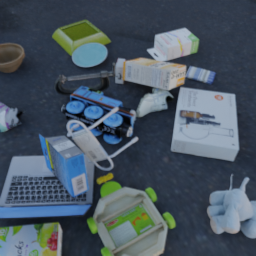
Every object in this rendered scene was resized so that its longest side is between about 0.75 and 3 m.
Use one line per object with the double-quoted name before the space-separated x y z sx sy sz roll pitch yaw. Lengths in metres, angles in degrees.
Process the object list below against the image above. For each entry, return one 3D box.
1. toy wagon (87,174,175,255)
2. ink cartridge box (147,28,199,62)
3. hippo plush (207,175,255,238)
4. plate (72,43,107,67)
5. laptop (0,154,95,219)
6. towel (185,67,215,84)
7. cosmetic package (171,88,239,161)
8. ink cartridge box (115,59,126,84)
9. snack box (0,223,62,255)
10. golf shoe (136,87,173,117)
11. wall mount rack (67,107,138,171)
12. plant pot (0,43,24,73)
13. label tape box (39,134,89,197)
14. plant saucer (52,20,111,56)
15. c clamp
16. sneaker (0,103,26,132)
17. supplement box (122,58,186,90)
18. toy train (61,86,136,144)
"toy wagon" -0.075 2.427 7.828 2.057 0.525 2.651 -22 51 -20
"ink cartridge box" 2.130 -4.020 13.566 2.184 0.735 1.279 -19 50 -17
"hippo plush" 3.079 2.247 7.676 1.321 1.308 1.643 23 84 -14
"plate" -1.797 -3.390 13.201 1.684 0.215 1.684 -4 55 5
"laptop" -2.428 1.501 7.867 2.768 1.713 2.956 -1 48 -2
"towel" 3.213 -2.345 12.451 1.203 0.143 0.884 18 48 13
"cosmetic package" 2.775 -0.238 10.141 2.108 0.722 2.796 10 48 6
"ink cartridge box" -0.328 -2.427 12.032 0.359 0.867 0.636 7 48 3
"snack box" -2.477 3.522 6.769 1.580 0.589 2.222 -5 48 -4
"golf shoe" 1.055 -0.936 10.811 0.903 0.727 1.858 33 56 20
"wall mount rack" -0.805 0.305 8.422 1.755 2.020 0.753 -18 30 30
"plant pot" -5.487 -3.039 12.647 1.692 0.781 1.692 0 47 0
"label tape box" -1.882 0.967 8.195 0.574 1.308 1.815 -22 34 -30
"plant saucer" -2.448 -4.774 14.377 2.305 0.552 2.302 -28 54 -22
"c clamp" -1.650 -1.814 10.674 2.497 2.133 0.338 -10 75 -1
"sneaker" -4.456 -0.606 10.596 1.114 0.619 1.592 -20 60 -19
"supplement box" 1.042 -2.237 11.366 2.193 0.806 1.382 18 28 30
"toy train" -0.986 -0.492 10.078 2.763 1.198 1.579 19 44 17
